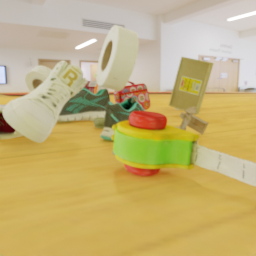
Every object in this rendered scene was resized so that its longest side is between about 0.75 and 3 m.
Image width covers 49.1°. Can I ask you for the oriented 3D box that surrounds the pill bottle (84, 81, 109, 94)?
[{"bbox_3d":[-2.145,-1.351,12.143,2.409,1.376,1.376,3,9,11],"label":"pill bottle"}]

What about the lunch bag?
[{"bbox_3d":[0.150,-1.227,11.116,1.437,1.266,0.589,-16,7,-34],"label":"lunch bag"}]

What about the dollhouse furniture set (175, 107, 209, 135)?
[{"bbox_3d":[1.479,-0.080,6.553,0.497,0.582,1.123,32,30,23],"label":"dollhouse furniture set"}]

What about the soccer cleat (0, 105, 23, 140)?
[{"bbox_3d":[-3.533,-0.185,6.357,2.596,0.907,1.121,-1,7,-7],"label":"soccer cleat"}]

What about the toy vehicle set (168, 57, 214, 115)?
[{"bbox_3d":[2.413,-1.656,10.924,1.257,2.024,0.268,23,18,32],"label":"toy vehicle set"}]

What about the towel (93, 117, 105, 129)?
[{"bbox_3d":[-0.347,-0.142,8.297,1.355,0.247,1.005,0,10,-9],"label":"towel"}]

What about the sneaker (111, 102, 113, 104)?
[{"bbox_3d":[-1.469,-0.824,10.810,2.136,0.780,0.756,16,-23,3],"label":"sneaker"}]

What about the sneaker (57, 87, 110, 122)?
[{"bbox_3d":[-1.761,-0.845,9.447,2.675,1.220,1.038,-4,8,-32],"label":"sneaker"}]

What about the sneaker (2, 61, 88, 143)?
[{"bbox_3d":[-1.655,-0.760,6.032,1.025,1.607,2.781,40,5,-18],"label":"sneaker"}]

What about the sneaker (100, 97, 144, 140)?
[{"bbox_3d":[0.189,-0.270,6.825,0.812,0.955,2.093,7,11,36],"label":"sneaker"}]

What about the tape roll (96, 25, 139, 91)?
[{"bbox_3d":[-0.418,-2.362,9.647,0.746,2.134,2.134,13,4,-22],"label":"tape roll"}]

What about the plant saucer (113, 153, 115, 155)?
[{"bbox_3d":[0.416,0.329,5.250,1.420,0.273,1.420,1,9,0],"label":"plant saucer"}]

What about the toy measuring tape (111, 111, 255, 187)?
[{"bbox_3d":[0.525,0.328,3.587,0.940,0.940,2.555,-7,18,-38],"label":"toy measuring tape"}]

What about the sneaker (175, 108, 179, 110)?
[{"bbox_3d":[3.025,-1.193,13.872,1.069,0.682,1.851,5,20,21],"label":"sneaker"}]

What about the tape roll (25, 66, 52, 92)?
[{"bbox_3d":[-2.977,-1.540,9.858,1.258,1.258,0.440,5,41,28],"label":"tape roll"}]
